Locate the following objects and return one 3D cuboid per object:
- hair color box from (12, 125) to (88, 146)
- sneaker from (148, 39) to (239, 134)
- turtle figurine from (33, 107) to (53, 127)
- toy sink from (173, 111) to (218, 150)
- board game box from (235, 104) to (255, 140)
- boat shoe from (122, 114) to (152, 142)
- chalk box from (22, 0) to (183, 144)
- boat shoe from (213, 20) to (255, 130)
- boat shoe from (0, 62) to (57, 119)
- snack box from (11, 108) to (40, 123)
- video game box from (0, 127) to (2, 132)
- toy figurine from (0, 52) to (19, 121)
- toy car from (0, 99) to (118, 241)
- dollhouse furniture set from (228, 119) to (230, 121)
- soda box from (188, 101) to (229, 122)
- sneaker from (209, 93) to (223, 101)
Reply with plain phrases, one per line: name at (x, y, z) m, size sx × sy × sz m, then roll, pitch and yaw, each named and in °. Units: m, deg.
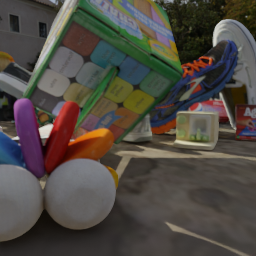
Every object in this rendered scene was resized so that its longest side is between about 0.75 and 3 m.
hair color box at (-1.191, 0.229, 4.586) m, size 0.774 × 0.446 × 1.396 m, roll -4°, pitch 8°, yaw 8°
sneaker at (1.289, -1.009, 6.237) m, size 1.047 × 2.670 × 1.006 m, roll 43°, pitch 8°, yaw -27°
turtle figurine at (-2.246, -0.340, 7.315) m, size 0.843 × 1.126 × 0.567 m, roll -28°, pitch -26°, yaw -18°
toy sink at (1.363, -0.010, 5.542) m, size 0.737 × 0.634 × 1.131 m, roll 3°, pitch 10°, yaw 23°
board game box at (3.026, -0.107, 5.830) m, size 1.477 × 0.760 × 0.144 m, roll 2°, pitch -14°, yaw 12°
boat shoe at (-0.215, -0.087, 6.155) m, size 0.685 × 0.596 × 1.857 m, roll -7°, pitch 11°, yaw -39°
chalk box at (-0.385, -1.055, 4.463) m, size 1.738 × 1.746 × 2.807 m, roll 26°, pitch 40°, yaw -25°
boat shoe at (2.476, -1.187, 6.728) m, size 1.175 × 2.757 × 1.019 m, roll -23°, pitch 12°, yaw -40°
boat shoe at (-1.939, -0.836, 6.762) m, size 2.326 × 0.794 × 0.859 m, roll 25°, pitch -23°, yaw 2°
snack box at (-2.970, -0.465, 8.503) m, size 1.042 × 0.193 × 0.606 m, roll -18°, pitch -11°, yaw -43°
video game box at (-3.277, 0.155, 5.752) m, size 1.017 × 0.238 × 0.926 m, roll 1°, pitch 8°, yaw -2°
toy figurine at (-3.009, -1.315, 8.604) m, size 2.954 × 2.055 × 2.909 m, roll -3°, pitch 6°, yaw -28°
toy car at (-0.783, 0.264, 2.545) m, size 1.407 × 1.055 × 1.232 m, roll -3°, pitch 10°, yaw -17°
dollhouse furniture set at (2.286, -1.208, 9.464) m, size 2.132 × 1.737 × 2.028 m, roll 2°, pitch 10°, yaw 11°
soda box at (2.262, -0.496, 8.453) m, size 1.582 × 0.554 × 0.502 m, roll 0°, pitch -20°, yaw 1°
sneaker at (3.510, -1.465, 11.113) m, size 0.610 × 1.528 × 0.994 m, roll 8°, pitch -28°, yaw 44°
